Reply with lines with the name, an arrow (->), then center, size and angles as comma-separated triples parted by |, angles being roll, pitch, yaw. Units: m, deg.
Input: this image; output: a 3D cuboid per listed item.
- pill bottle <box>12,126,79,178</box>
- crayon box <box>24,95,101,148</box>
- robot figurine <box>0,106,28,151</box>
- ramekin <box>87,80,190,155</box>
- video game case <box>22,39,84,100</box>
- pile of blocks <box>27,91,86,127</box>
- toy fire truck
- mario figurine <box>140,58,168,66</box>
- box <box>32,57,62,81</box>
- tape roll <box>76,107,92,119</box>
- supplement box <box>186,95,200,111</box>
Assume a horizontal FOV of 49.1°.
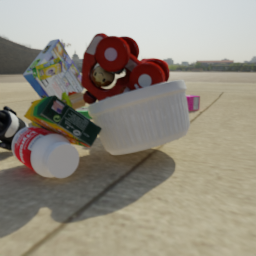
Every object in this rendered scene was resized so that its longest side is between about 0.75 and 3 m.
pill bottle -> -2.019, 0.590, 6.835 | 1.041, 1.041, 1.854 | -11, 16, -40
crayon box -> -1.822, -0.139, 7.312 | 1.434, 0.574, 2.259 | 37, -17, -26
robot figurine -> -3.599, 0.011, 8.329 | 0.887, 1.069, 1.422 | 31, -9, 24
ramekin -> 0.400, -0.262, 8.153 | 2.898, 1.521, 2.898 | -15, 3, 1
video game case -> -3.216, -2.178, 12.878 | 0.630, 2.773, 2.513 | -1, 48, 28
pile of blocks -> -2.852, -0.795, 10.677 | 2.637, 0.819, 1.082 | -29, -10, 2
toy fire truck -> -0.227, -1.273, 8.131 | 2.751, 2.310, 1.543 | 37, 22, 0
mario figurine -> 0.612, -1.454, 10.891 | 2.982, 1.580, 1.840 | -46, 43, -16
box -> -2.854, -2.050, 9.914 | 1.060, 0.256, 0.622 | -28, -19, -22
tape roll -> -2.227, -0.803, 14.726 | 1.668, 0.401, 1.668 | 1, 12, 0
supplement box -> 3.375, -1.460, 16.654 | 1.696, 0.877, 0.858 | -6, 13, -34
